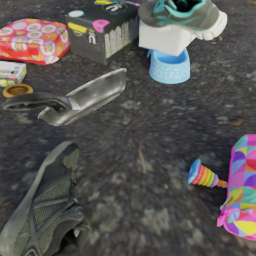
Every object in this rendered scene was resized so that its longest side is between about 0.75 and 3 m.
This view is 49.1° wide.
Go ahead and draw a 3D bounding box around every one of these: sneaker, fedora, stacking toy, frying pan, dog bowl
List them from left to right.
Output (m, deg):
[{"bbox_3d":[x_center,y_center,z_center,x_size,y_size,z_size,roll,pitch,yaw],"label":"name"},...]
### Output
[{"bbox_3d":[-3.600,-1.103,9.197,0.917,0.374,0.917,5,41,-4],"label":"fedora"},{"bbox_3d":[-1.302,1.498,5.899,1.549,1.034,2.704,11,46,10],"label":"sneaker"},{"bbox_3d":[-0.664,-0.501,4.323,1.713,0.461,2.832,-30,4,-6],"label":"frying pan"},{"bbox_3d":[1.556,-2.736,10.768,1.531,0.681,2.747,0,43,0],"label":"dog bowl"},{"bbox_3d":[1.318,-3.430,7.966,2.905,1.325,1.127,23,89,38],"label":"sneaker"},{"bbox_3d":[1.930,1.212,6.664,0.937,0.544,0.514,23,48,4],"label":"stacking toy"}]

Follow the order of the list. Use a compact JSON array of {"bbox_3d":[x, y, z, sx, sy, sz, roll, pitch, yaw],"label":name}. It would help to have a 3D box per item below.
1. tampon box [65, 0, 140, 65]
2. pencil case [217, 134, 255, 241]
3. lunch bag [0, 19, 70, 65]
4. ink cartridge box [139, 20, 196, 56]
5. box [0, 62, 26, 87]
[{"bbox_3d":[-0.938,-4.075,11.531,1.924,1.621,2.567,24,48,24],"label":"tampon box"},{"bbox_3d":[2.687,1.219,6.197,1.073,1.073,2.429,16,43,17],"label":"pencil case"},{"bbox_3d":[-3.860,-3.407,11.184,2.652,1.086,2.336,10,43,11],"label":"lunch bag"},{"bbox_3d":[1.622,-4.007,10.479,1.604,1.576,2.179,20,46,22],"label":"ink cartridge box"},{"bbox_3d":[-4.846,-1.965,9.990,2.059,0.357,1.133,6,42,-3],"label":"box"}]
